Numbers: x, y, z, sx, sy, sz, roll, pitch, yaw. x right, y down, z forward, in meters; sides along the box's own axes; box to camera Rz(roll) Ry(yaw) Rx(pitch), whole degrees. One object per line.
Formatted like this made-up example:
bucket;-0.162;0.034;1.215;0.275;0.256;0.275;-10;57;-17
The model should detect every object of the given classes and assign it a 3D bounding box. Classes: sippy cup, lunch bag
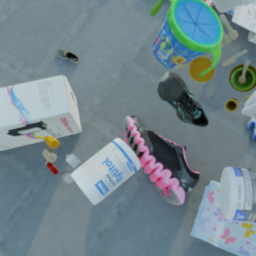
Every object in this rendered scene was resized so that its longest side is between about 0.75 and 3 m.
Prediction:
sippy cup;1.188;-1.962;6.186;1.313;1.225;1.672;2;69;-23
lunch bag;2.779;2.470;7.548;1.897;1.206;1.609;22;77;-4

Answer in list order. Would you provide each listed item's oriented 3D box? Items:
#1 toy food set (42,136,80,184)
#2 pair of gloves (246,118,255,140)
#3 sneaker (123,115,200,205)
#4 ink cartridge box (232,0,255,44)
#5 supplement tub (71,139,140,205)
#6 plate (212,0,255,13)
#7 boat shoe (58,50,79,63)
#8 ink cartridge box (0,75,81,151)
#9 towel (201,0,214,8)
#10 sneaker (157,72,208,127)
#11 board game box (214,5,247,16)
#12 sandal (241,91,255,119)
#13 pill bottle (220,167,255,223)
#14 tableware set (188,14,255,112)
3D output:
toy food set;-1.442;0.718;5.998;0.554;0.522;1.160;-47;121;-14
pair of gloves;4.486;-0.088;8.633;1.554;0.177;1.249;9;78;12
sneaker;0.985;0.734;8.192;1.384;1.147;2.902;-32;81;-22
ink cartridge box;4.415;-3.957;9.406;1.941;0.487;2.236;21;77;-10
supplement tub;-0.443;0.881;5.768;1.245;0.821;0.821;-39;78;-13
plate;2.459;-3.464;7.124;1.154;1.151;0.186;43;77;-27
boat shoe;-2.008;-2.437;9.385;0.791;0.238;0.282;22;76;6
ink cartridge box;-2.852;-0.320;7.881;2.744;2.000;1.136;-13;75;-4
towel;2.146;-5.314;10.176;2.562;0.291;1.845;33;75;7
sneaker;1.097;-0.504;5.305;0.568;1.508;0.598;-50;45;1
board game box;3.936;-4.416;9.926;1.386;0.254;1.049;31;76;7
sandal;2.767;-0.508;5.248;0.797;2.081;0.596;20;88;10
pill bottle;3.073;1.462;5.944;2.011;1.144;1.144;3;74;8
tableware set;2.283;-1.508;7.147;0.358;1.570;2.331;-36;96;-50
